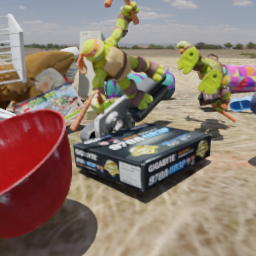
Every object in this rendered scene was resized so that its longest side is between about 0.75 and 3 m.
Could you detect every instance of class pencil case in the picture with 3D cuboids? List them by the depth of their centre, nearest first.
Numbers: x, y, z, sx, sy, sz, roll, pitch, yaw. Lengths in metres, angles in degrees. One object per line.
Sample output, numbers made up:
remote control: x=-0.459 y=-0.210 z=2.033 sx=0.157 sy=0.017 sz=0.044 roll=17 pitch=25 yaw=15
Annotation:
pencil case: x=0.493 y=-1.701 z=11.041 sx=2.637 sy=1.219 sz=1.122 roll=-5 pitch=-11 yaw=-21
pencil case: x=4.787 y=-2.258 z=12.939 sx=2.916 sy=1.289 sz=1.289 roll=-6 pitch=18 yaw=-18

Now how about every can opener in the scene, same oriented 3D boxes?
can opener: x=-0.036 y=-0.546 z=6.808 sx=0.978 sy=0.780 sz=2.926 roll=5 pitch=34 yaw=34

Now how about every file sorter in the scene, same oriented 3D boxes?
file sorter: x=-2.874 y=-1.754 z=6.353 sx=0.806 sy=1.294 sz=0.898 roll=-16 pitch=49 yaw=-30

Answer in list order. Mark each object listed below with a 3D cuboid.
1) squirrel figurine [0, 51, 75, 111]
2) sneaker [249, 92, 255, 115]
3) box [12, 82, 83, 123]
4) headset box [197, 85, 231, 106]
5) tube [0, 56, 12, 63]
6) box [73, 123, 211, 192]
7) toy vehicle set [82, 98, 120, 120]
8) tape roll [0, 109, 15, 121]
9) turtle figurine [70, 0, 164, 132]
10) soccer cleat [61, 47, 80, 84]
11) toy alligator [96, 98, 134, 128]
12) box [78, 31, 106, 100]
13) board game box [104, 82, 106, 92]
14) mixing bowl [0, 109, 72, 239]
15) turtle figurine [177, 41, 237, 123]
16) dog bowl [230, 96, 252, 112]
squirrel figurine: x=-3.353 y=-1.331 z=8.769 sx=2.781 sy=1.968 sz=2.596 roll=-8 pitch=11 yaw=-40
sneaker: x=3.323 y=-0.135 z=4.979 sx=2.731 sy=1.010 sz=1.123 roll=18 pitch=33 yaw=-28
box: x=-1.859 y=-0.445 z=6.831 sx=0.280 sy=0.887 sz=1.612 roll=-22 pitch=12 yaw=46
headset box: x=2.834 y=-1.059 z=9.390 sx=0.990 sy=0.382 sz=0.737 roll=-11 pitch=-12 yaw=2
tube: x=-3.514 y=-2.090 z=9.473 sx=0.508 sy=0.455 sz=1.752 roll=-34 pitch=-21 yaw=15
box: x=0.303 y=0.398 z=4.995 sx=1.580 sy=0.457 sz=1.988 roll=11 pitch=19 yaw=43
toy vehicle set: x=-0.708 y=-0.665 z=9.234 sx=1.993 sy=0.264 sz=1.238 roll=-10 pitch=19 yaw=-30
tape roll: x=-3.171 y=-0.139 z=5.263 sx=2.183 sy=0.764 sz=2.183 roll=17 pitch=0 yaw=0
turtle figurine: x=-0.225 y=-0.992 z=5.036 sx=0.797 sy=2.473 sz=1.995 roll=11 pitch=-7 yaw=37
soccer cleat: x=-2.044 y=-2.187 z=10.140 sx=1.006 sy=0.814 sz=2.329 roll=-29 pitch=-3 yaw=-9
toy alligator: x=-0.351 y=-0.285 z=7.744 sx=0.634 sy=0.459 sz=1.912 roll=-34 pitch=40 yaw=-12
box: x=-1.368 y=-2.346 z=10.771 sx=0.842 sy=2.464 sz=1.012 roll=2 pitch=-3 yaw=7
board game box: x=-1.459 y=-2.070 z=13.687 sx=1.260 sy=0.389 sz=1.261 roll=4 pitch=17 yaw=12
mixing bowl: x=-1.221 y=0.569 z=3.055 sx=1.567 sy=0.848 sz=1.567 roll=-16 pitch=33 yaw=11
turtle figurine: x=2.041 y=-1.263 z=6.921 sx=0.859 sy=2.666 sz=2.150 roll=-32 pitch=-5 yaw=23
dog bowl: x=3.703 y=-0.761 z=9.137 sx=0.813 sy=0.453 sz=0.202 roll=-7 pitch=21 yaw=43
